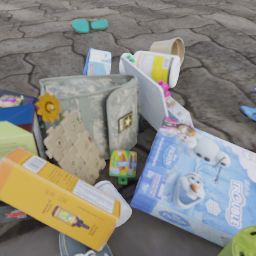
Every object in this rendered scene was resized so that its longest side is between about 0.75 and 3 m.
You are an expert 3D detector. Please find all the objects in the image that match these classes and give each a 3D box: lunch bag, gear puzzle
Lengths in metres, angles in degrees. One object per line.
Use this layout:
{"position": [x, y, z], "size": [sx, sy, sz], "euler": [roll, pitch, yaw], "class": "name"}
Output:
{"position": [-0.880, -0.251, 7.515], "size": [2.575, 2.112, 1.514], "euler": [-9, 34, -12], "class": "lunch bag"}
{"position": [-1.384, 0.359, 6.288], "size": [0.327, 2.500, 1.295], "euler": [-4, 36, 33], "class": "gear puzzle"}

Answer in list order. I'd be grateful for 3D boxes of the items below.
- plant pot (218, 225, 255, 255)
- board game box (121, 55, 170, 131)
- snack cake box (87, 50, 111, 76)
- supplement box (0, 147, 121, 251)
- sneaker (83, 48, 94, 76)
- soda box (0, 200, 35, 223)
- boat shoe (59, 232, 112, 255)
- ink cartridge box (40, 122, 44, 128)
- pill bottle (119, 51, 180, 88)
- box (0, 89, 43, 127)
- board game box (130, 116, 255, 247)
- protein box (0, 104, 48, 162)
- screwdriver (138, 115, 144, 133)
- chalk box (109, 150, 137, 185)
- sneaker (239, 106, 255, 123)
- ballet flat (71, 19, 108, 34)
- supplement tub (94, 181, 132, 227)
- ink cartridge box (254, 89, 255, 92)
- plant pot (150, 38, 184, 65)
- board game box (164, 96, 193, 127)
{"position": [1.997, 2.448, 4.430], "size": [1.717, 1.631, 1.717], "euler": [-1, 38, 1], "class": "plant pot"}
{"position": [0.659, -0.829, 8.198], "size": [0.289, 2.233, 2.232], "euler": [-30, 44, -9], "class": "board game box"}
{"position": [-1.002, -1.322, 8.892], "size": [0.669, 1.991, 1.145], "euler": [7, 32, -9], "class": "snack cake box"}
{"position": [-1.312, 1.309, 5.263], "size": [2.337, 0.778, 0.804], "euler": [31, 11, -2], "class": "supplement box"}
{"position": [-1.498, -2.698, 11.746], "size": [0.533, 0.479, 1.367], "euler": [13, 72, -9], "class": "sneaker"}
{"position": [-2.380, 1.601, 6.269], "size": [2.086, 0.660, 0.738], "euler": [-5, 44, -7], "class": "soda box"}
{"position": [-0.594, 2.517, 4.969], "size": [0.898, 0.762, 2.465], "euler": [-19, 46, -22], "class": "boat shoe"}
{"position": [-3.297, -0.497, 9.338], "size": [1.036, 0.341, 1.424], "euler": [-6, 36, -8], "class": "ink cartridge box"}
{"position": [0.835, -2.334, 10.965], "size": [2.192, 1.228, 1.228], "euler": [13, 39, 16], "class": "pill bottle"}
{"position": [-3.378, -0.396, 7.850], "size": [1.680, 1.027, 0.891], "euler": [15, 49, 4], "class": "box"}
{"position": [1.658, 1.128, 6.370], "size": [2.563, 0.559, 2.576], "euler": [24, 44, 3], "class": "board game box"}
{"position": [-2.974, 0.591, 6.682], "size": [1.795, 1.809, 1.220], "euler": [-7, 38, -9], "class": "protein box"}
{"position": [0.154, -0.703, 8.978], "size": [0.274, 0.263, 1.886], "euler": [-6, 66, -29], "class": "screwdriver"}
{"position": [-0.127, 0.994, 7.020], "size": [0.514, 0.824, 0.511], "euler": [-1, -11, 28], "class": "chalk box"}
{"position": [4.192, -0.369, 8.733], "size": [1.416, 0.555, 0.467], "euler": [36, 10, 24], "class": "sneaker"}
{"position": [-2.291, -5.825, 16.040], "size": [2.291, 0.777, 0.863], "euler": [-16, 18, -27], "class": "ballet flat"}
{"position": [-0.399, 1.655, 6.159], "size": [0.589, 0.589, 0.893], "euler": [-24, 50, -28], "class": "supplement tub"}
{"position": [5.416, -1.435, 10.673], "size": [1.063, 0.197, 0.503], "euler": [-1, 38, 3], "class": "ink cartridge box"}
{"position": [1.671, -3.349, 12.442], "size": [1.180, 1.289, 1.289], "euler": [14, 38, 36], "class": "plant pot"}
{"position": [1.208, -0.458, 8.376], "size": [0.348, 1.369, 2.036], "euler": [-35, 46, -5], "class": "board game box"}
